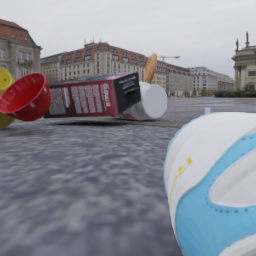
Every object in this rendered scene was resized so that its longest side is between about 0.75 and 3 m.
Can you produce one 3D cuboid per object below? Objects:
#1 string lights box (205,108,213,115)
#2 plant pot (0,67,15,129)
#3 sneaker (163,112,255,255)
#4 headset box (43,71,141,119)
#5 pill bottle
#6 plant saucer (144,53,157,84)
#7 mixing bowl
[{"bbox_3d":[3.933,-0.764,13.633,0.248,0.432,0.840,3,6,26],"label":"string lights box"},{"bbox_3d":[-3.610,-0.950,7.388,1.651,1.651,1.172,-5,-31,-44],"label":"plant pot"},{"bbox_3d":[1.345,0.307,1.050,2.358,0.902,0.952,-7,12,5],"label":"sneaker"},{"bbox_3d":[-1.056,-1.130,9.313,2.975,1.149,2.214,-2,16,23],"label":"headset box"},{"bbox_3d":[0.216,-1.090,11.412,1.505,1.505,2.655,-4,7,-37],"label":"pill bottle"},{"bbox_3d":[0.803,-2.187,10.288,0.180,1.113,1.113,12,4,-8],"label":"plant saucer"},{"bbox_3d":[-2.323,-0.620,6.655,1.276,1.276,0.691,3,-36,32],"label":"mixing bowl"}]
